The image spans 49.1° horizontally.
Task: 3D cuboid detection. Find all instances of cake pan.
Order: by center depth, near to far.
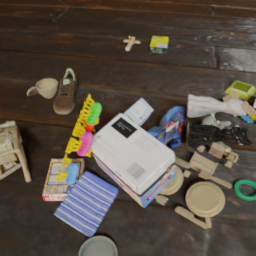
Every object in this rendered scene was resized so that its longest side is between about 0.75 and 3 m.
[{"bbox_3d":[-0.770,3.281,7.189,0.984,0.180,0.984,0,40,0],"label":"cake pan"}]

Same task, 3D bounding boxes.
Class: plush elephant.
[{"bbox_3d":[3.119,0.033,10.074,1.498,1.160,1.234,25,73,40],"label":"plush elephant"}]

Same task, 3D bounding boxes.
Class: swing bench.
[{"bbox_3d":[-4.621,0.838,9.063,2.273,1.482,2.285,-17,43,-18],"label":"swing bench"}]

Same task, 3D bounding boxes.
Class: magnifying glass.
[{"bbox_3d":[4.215,1.965,8.755,1.757,0.197,0.699,1,40,4],"label":"magnifying glass"}]

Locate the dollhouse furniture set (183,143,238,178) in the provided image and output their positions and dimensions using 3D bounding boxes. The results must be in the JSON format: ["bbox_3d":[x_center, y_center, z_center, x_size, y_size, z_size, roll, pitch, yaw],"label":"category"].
[{"bbox_3d":[2.762,1.333,9.471,1.272,0.728,1.492,29,75,19],"label":"dollhouse furniture set"}]

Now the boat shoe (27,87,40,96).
[{"bbox_3d":[-4.212,-1.710,12.920,0.343,0.343,0.928,30,48,22],"label":"boat shoe"}]

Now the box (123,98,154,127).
[{"bbox_3d":[0.169,-0.286,10.000,0.637,1.117,1.215,46,67,6],"label":"box"}]

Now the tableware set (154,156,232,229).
[{"bbox_3d":[1.718,1.920,8.537,2.442,0.489,1.614,25,61,34],"label":"tableware set"}]

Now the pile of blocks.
[{"bbox_3d":[4.829,-0.667,11.616,2.007,0.824,0.624,48,17,31],"label":"pile of blocks"}]

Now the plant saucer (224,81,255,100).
[{"bbox_3d":[5.274,-1.825,13.094,1.132,0.271,1.130,27,47,27],"label":"plant saucer"}]

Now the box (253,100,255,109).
[{"bbox_3d":[5.812,-0.984,11.587,1.017,0.580,1.106,23,20,25],"label":"box"}]

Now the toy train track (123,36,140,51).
[{"bbox_3d":[0.137,-5.191,17.027,1.021,0.290,1.780,8,42,9],"label":"toy train track"}]

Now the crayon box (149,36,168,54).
[{"bbox_3d":[1.853,-4.953,16.651,1.001,0.401,1.578,7,42,9],"label":"crayon box"}]

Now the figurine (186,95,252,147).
[{"bbox_3d":[2.981,-0.270,9.373,1.983,0.875,2.032,3,53,9],"label":"figurine"}]

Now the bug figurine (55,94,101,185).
[{"bbox_3d":[-1.371,0.365,8.512,0.710,2.141,2.761,20,47,-8],"label":"bug figurine"}]

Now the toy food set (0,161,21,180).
[{"bbox_3d":[-4.349,1.204,9.466,1.248,0.377,0.896,29,48,30],"label":"toy food set"}]

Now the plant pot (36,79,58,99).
[{"bbox_3d":[-3.627,-1.715,12.683,0.950,0.638,0.950,0,41,0],"label":"plant pot"}]

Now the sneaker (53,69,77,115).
[{"bbox_3d":[-2.804,-1.645,12.334,0.917,0.983,2.602,-2,40,-2],"label":"sneaker"}]

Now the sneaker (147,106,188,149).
[{"bbox_3d":[1.549,0.213,10.328,1.085,1.042,2.766,35,57,19],"label":"sneaker"}]

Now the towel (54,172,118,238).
[{"bbox_3d":[-1.153,2.149,8.192,1.248,0.206,1.724,31,45,4],"label":"towel"}]

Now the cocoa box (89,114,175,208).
[{"bbox_3d":[0.125,0.955,8.423,1.487,1.464,2.230,-41,57,-19],"label":"cocoa box"}]

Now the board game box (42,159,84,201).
[{"bbox_3d":[-2.031,1.631,8.993,1.111,0.340,1.467,-1,41,-1],"label":"board game box"}]
